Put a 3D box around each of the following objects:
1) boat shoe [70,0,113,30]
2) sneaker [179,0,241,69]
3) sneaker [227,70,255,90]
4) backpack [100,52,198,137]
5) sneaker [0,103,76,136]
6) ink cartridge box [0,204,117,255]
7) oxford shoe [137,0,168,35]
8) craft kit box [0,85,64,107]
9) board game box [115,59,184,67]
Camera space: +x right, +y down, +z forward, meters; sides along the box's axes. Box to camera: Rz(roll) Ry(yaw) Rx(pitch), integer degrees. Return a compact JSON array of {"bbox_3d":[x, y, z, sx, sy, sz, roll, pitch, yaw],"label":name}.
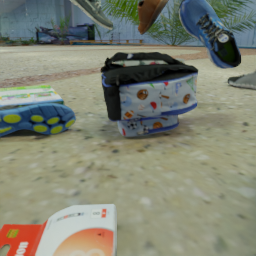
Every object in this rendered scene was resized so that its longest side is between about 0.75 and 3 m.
[{"bbox_3d":[-0.765,-2.576,5.910,1.241,0.383,0.452,35,21,-18],"label":"boat shoe"},{"bbox_3d":[2.770,-3.065,8.972,1.118,2.847,1.269,-44,18,8],"label":"sneaker"},{"bbox_3d":[6.117,-2.648,13.644,0.936,1.440,2.494,-16,26,-38],"label":"sneaker"},{"bbox_3d":[0.659,-1.012,8.133,2.668,2.158,2.801,-13,28,-1],"label":"backpack"},{"bbox_3d":[-2.888,-0.359,8.085,2.677,0.949,1.109,-5,27,-6],"label":"sneaker"},{"bbox_3d":[-1.024,1.548,3.660,1.737,0.435,1.409,2,20,-2],"label":"ink cartridge box"},{"bbox_3d":[0.626,-3.805,9.269,0.756,0.756,2.121,33,-13,-6],"label":"oxford shoe"},{"bbox_3d":[-4.035,-0.890,10.031,2.947,0.715,2.911,-8,24,-22],"label":"craft kit box"},{"bbox_3d":[0.861,-2.375,12.588,2.894,0.930,2.135,-1,-3,-3],"label":"board game box"}]
